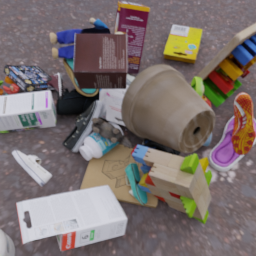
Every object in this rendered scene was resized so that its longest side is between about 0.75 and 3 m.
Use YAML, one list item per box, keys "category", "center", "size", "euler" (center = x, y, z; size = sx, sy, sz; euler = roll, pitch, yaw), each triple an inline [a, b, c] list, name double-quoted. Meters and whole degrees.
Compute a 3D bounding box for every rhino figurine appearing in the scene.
- category: "rhino figurine"
  center: [-0.458, 0.217, 8.890]
  size: [1.690, 0.739, 0.505]
  euler: [31, 90, -8]

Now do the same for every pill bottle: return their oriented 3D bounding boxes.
- category: "pill bottle"
  center: [-0.919, 0.477, 9.461]
  size: [1.471, 0.815, 0.815]
  euler: [-37, 61, -26]

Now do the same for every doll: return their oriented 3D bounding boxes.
- category: "doll"
  center: [-1.462, -3.162, 10.651]
  size: [2.840, 0.688, 1.938]
  euler: [-5, 97, 8]

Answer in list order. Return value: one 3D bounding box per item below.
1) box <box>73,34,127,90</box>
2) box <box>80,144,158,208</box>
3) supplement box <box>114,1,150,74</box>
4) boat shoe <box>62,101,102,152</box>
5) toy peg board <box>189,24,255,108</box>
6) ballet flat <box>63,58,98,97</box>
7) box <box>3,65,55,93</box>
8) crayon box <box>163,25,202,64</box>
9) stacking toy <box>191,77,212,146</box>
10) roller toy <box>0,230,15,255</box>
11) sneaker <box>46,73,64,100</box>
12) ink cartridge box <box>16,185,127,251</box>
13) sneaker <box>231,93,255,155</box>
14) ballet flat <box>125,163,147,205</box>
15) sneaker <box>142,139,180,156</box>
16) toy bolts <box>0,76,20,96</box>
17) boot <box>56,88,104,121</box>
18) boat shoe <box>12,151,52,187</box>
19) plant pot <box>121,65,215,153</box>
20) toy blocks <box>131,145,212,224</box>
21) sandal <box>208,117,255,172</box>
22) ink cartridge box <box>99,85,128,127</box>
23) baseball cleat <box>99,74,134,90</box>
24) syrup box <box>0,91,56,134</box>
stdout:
- category: "box"
  center: [-0.761, -1.899, 8.175]
  size: [1.480, 1.228, 1.216]
  euler: [0, 76, -3]
- category: "box"
  center: [-0.131, 1.475, 9.391]
  size: [2.490, 0.265, 2.035]
  euler: [9, 54, 7]
- category: "supplement box"
  center: [0.006, -3.691, 11.478]
  size: [1.112, 2.595, 1.432]
  euler: [5, 26, -11]
- category: "boat shoe"
  center: [-1.584, -0.082, 9.642]
  size: [0.581, 2.054, 0.705]
  euler: [26, 13, -23]
- category: "toy peg board"
  center: [4.048, -2.284, 10.579]
  size: [1.391, 2.832, 2.844]
  euler: [49, 48, 7]
- category: "ballet flat"
  center: [-1.805, -1.907, 10.894]
  size: [0.892, 0.820, 2.600]
  euler: [-17, 54, -19]
- category: "box"
  center: [-3.982, -2.051, 11.545]
  size: [1.603, 0.398, 1.591]
  euler: [38, 30, 24]
- category: "crayon box"
  center: [2.581, -3.891, 13.285]
  size: [1.516, 0.606, 2.388]
  euler: [14, 53, 10]
- category: "stacking toy"
  center: [2.687, -0.590, 9.907]
  size: [0.955, 2.047, 2.262]
  euler: [3, 55, 0]
- category: "roller toy"
  center: [-3.836, 3.354, 7.482]
  size: [1.443, 1.008, 1.316]
  euler: [14, 54, 10]
- category: "sneaker"
  center: [-2.543, -1.394, 9.691]
  size: [0.555, 0.364, 0.962]
  euler: [-8, 76, 2]
- category: "ink cartridge box"
  center: [-1.522, 2.450, 7.556]
  size: [2.654, 0.668, 1.446]
  euler: [-5, 31, -25]
- category: "sneaker"
  center: [3.766, -0.116, 9.073]
  size: [0.739, 2.026, 0.782]
  euler: [5, 9, 22]
- category: "ballet flat"
  center: [0.212, 1.790, 8.716]
  size: [0.491, 0.470, 1.395]
  euler: [-35, 56, 29]
- category: "sneaker"
  center: [0.648, 0.094, 9.781]
  size: [2.822, 1.031, 1.579]
  euler: [27, 50, 27]
- category: "toy bolts"
  center: [-4.842, -1.426, 11.339]
  size: [1.360, 0.943, 1.299]
  euler: [30, 33, 27]
- category: "boot"
  center: [-1.832, -0.702, 10.704]
  size: [1.809, 0.817, 2.207]
  euler: [-1, 44, -4]
- category: "boat shoe"
  center: [-2.856, 1.090, 8.367]
  size: [1.504, 0.533, 0.525]
  euler: [36, 67, 26]
- category: "plant pot"
  center: [1.274, -0.387, 7.966]
  size: [2.307, 2.307, 2.002]
  euler: [-30, 44, -21]
- category: "toy blocks"
  center: [1.132, 1.525, 7.866]
  size: [1.965, 2.874, 1.436]
  euler: [13, 61, 33]
- category: "sandal"
  center: [3.879, 0.388, 9.937]
  size: [1.185, 0.716, 2.913]
  euler: [29, 58, 20]
- category: "ink cartridge box"
  center: [-0.481, -0.805, 10.041]
  size: [1.026, 0.605, 1.783]
  euler: [19, 57, -30]
- category: "baseball cleat"
  center: [-0.878, -1.750, 11.454]
  size: [2.648, 0.923, 1.409]
  euler: [8, 53, 7]
- category: "syrup box"
  center: [-4.051, -0.572, 10.491]
  size: [2.529, 0.996, 1.030]
  euler: [-7, 53, -6]
